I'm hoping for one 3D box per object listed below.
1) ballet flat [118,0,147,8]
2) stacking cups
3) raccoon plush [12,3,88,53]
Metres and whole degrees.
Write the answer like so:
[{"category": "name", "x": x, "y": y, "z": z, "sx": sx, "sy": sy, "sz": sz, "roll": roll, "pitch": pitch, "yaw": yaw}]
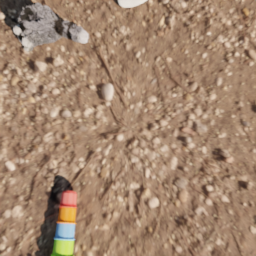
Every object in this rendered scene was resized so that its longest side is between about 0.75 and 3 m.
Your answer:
[{"category": "ballet flat", "x": 0.744, "y": -5.374, "z": 10.908, "sx": 2.379, "sy": 0.826, "sz": 0.826, "roll": -19, "pitch": 75, "yaw": -5}, {"category": "stacking cups", "x": -1.923, "y": 3.194, "z": 8.658, "sx": 0.720, "sy": 0.720, "sz": 2.380, "roll": 3, "pitch": 68, "yaw": 1}, {"category": "raccoon plush", "x": -2.860, "y": -3.155, "z": 10.074, "sx": 2.638, "sy": 1.767, "sz": 1.276, "roll": 30, "pitch": 67, "yaw": -4}]
